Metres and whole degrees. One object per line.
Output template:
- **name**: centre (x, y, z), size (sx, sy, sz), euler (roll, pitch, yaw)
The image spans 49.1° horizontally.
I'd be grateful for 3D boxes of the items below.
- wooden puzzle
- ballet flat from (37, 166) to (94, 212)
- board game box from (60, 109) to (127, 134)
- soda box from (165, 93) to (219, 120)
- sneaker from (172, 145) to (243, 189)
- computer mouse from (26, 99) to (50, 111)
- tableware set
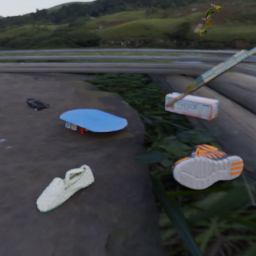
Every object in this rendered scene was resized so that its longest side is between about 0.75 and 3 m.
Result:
- **wooden puzzle**: centre (2.119, -1.327, 7.006), size (2.688, 0.189, 1.594), euler (-31, -2, -14)
- **ballet flat**: centre (-1.534, 1.376, 6.812), size (0.608, 0.608, 1.694), euler (14, 25, 33)
- **board game box**: centre (-1.325, -0.117, 10.948), size (2.571, 0.501, 2.031), euler (19, 23, 30)
- **soda box**: centre (2.901, -1.024, 12.917), size (2.372, 0.754, 0.811), euler (18, 27, 38)
- **sneaker**: centre (1.914, 1.005, 7.636), size (2.189, 0.849, 1.226), euler (1, 14, -27)
- **computer mouse**: centre (-4.584, -1.128, 13.907), size (1.203, 0.317, 0.833), euler (23, 29, 25)
- **tableware set**: centre (2.630, -3.477, 9.129), size (0.694, 1.030, 0.158), euler (-12, 52, -46)
